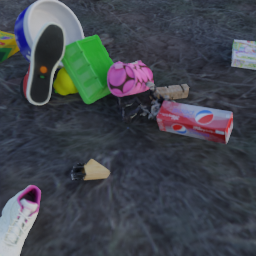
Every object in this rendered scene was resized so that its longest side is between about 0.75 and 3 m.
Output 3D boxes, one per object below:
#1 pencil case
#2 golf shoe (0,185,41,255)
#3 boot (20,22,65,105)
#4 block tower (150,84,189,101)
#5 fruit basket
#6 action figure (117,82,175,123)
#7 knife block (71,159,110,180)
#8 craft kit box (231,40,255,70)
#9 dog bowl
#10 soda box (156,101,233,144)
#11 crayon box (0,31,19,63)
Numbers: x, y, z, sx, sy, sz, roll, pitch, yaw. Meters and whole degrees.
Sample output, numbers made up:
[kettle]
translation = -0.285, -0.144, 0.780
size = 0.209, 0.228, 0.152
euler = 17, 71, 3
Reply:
[pencil case]
translation = 0.087, -1.495, 8.247
size = 0.962, 0.993, 2.119
euler = 3, 13, 16
[golf shoe]
translation = -2.103, 1.787, 5.171
size = 0.674, 0.819, 1.789
euler = 33, 27, -21
[boot]
translation = -2.662, -1.924, 8.381
size = 0.858, 2.368, 1.709
euler = 15, 3, -32
[block tower]
translation = 1.325, -1.118, 8.949
size = 1.224, 0.354, 0.330
euler = -10, 44, -8
[fruit basket]
translation = -1.452, -1.704, 8.835
size = 2.052, 2.052, 1.480
euler = 30, 44, 27
[action figure]
translation = 0.640, -0.681, 8.088
size = 1.800, 0.919, 1.070
euler = -11, 58, -10
[knife block]
translation = -0.904, 1.076, 6.514
size = 0.759, 0.243, 0.667
euler = 34, 45, 4
[craft kit box]
translation = 4.827, -2.780, 10.704
size = 1.634, 0.396, 1.614
euler = 11, 47, 12
[dog bowl]
translation = -2.647, -3.137, 9.626
size = 0.891, 2.262, 2.262
euler = -5, 34, 40
[soda box]
translation = 1.713, -0.171, 7.314
size = 1.857, 0.589, 0.650
euler = 13, 61, 29
[crayon box]
translation = -5.133, -3.242, 11.064
size = 1.304, 0.522, 2.053
euler = 17, 46, 17
